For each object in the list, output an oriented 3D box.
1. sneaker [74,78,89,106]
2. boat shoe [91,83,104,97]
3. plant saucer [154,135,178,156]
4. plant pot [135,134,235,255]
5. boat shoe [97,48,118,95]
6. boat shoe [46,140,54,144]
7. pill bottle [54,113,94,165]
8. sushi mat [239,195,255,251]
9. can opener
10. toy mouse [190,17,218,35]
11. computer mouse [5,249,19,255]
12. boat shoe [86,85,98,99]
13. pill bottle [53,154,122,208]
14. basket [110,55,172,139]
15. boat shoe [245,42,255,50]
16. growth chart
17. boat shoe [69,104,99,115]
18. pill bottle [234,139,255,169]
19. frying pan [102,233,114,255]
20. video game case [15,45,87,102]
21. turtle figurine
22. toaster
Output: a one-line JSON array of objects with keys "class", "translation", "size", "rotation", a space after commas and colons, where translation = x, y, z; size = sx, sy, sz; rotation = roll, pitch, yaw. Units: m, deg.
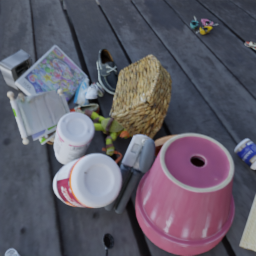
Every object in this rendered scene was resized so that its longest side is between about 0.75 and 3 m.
[{"class": "sneaker", "translation": [-1.891, -1.529, 12.095], "size": [0.608, 0.576, 1.505], "rotation": [25, 50, -22]}, {"class": "boat shoe", "translation": [-1.269, -1.703, 12.263], "size": [0.362, 0.412, 1.158], "rotation": [-23, 33, -18]}, {"class": "plant saucer", "translation": [1.703, 0.611, 9.118], "size": [2.034, 2.034, 0.328], "rotation": [1, 71, 1]}, {"class": "plant pot", "translation": [1.661, 1.665, 7.815], "size": [2.877, 2.575, 2.877], "rotation": [0, 46, 0]}, {"class": "boat shoe", "translation": [-0.885, -2.574, 12.752], "size": [0.897, 0.844, 2.497], "rotation": [-4, 56, -22]}, {"class": "boat shoe", "translation": [-2.892, -0.314, 10.700], "size": [0.643, 0.643, 1.828], "rotation": [4, 63, -13]}, {"class": "pill bottle", "translation": [-1.840, 0.442, 9.213], "size": [1.122, 1.979, 1.122], "rotation": [9, 59, -16]}, {"class": "sushi mat", "translation": [4.011, 2.773, 8.218], "size": [0.945, 0.119, 1.974], "rotation": [2, 41, 41]}, {"class": "can opener", "translation": [0.053, 1.427, 8.102], "size": [0.694, 2.600, 0.869], "rotation": [20, 13, -14]}, {"class": "toy mouse", "translation": [4.241, -5.955, 16.305], "size": [1.846, 0.357, 1.641], "rotation": [-19, 51, -17]}, {"class": "computer mouse", "translation": [-3.010, 3.666, 7.629], "size": [0.467, 0.187, 0.851], "rotation": [-39, 64, -24]}, {"class": "boat shoe", "translation": [-1.470, -1.474, 11.335], "size": [0.476, 0.423, 1.293], "rotation": [-1, 20, -4]}, {"class": "pill bottle", "translation": [-1.280, 1.545, 7.927], "size": [1.344, 2.453, 1.344], "rotation": [8, 73, -27]}, {"class": "basket", "translation": [0.827, -1.020, 10.198], "size": [1.956, 2.042, 2.741], "rotation": [-22, 38, 29]}, {"class": "boat shoe", "translation": [6.650, -4.458, 15.011], "size": [0.287, 0.252, 0.806], "rotation": [-34, 55, -25]}, {"class": "growth chart", "translation": [-2.826, -0.393, 9.690], "size": [0.239, 1.949, 2.693], "rotation": [-7, 8, 28]}, {"class": "boat shoe", "translation": [-1.896, -0.684, 11.310], "size": [1.453, 0.455, 0.517], "rotation": [-8, 60, -9]}, {"class": "pill bottle", "translation": [4.332, 1.000, 9.678], "size": [0.676, 0.676, 1.168], "rotation": [-26, 57, -22]}, {"class": "frying pan", "translation": [-0.548, 3.335, 7.860], "size": [0.118, 0.439, 0.725], "rotation": [-32, 52, 30]}, {"class": "video game case", "translation": [-3.129, -2.030, 11.906], "size": [1.996, 0.251, 2.787], "rotation": [45, 50, -19]}, {"class": "turtle figurine", "translation": [-0.784, 0.051, 10.395], "size": [2.203, 0.880, 2.732], "rotation": [15, 49, 10]}, {"class": "toaster", "translation": [-4.936, -2.561, 12.534], "size": [0.872, 1.329, 1.470], "rotation": [28, 53, 23]}]
